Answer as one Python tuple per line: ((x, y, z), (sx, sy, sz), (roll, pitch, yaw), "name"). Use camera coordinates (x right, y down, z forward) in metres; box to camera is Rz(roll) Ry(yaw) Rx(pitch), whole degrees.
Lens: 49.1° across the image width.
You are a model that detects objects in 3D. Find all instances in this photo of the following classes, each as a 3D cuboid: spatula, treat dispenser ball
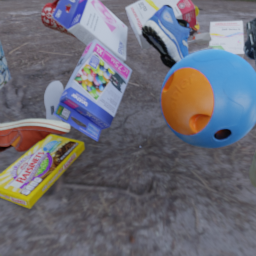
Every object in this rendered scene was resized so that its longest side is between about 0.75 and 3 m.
((2.148, -2.490, 9.177), (1.510, 1.050, 0.121), (3, 41, 50), "spatula")
((1.772, -0.617, 6.130), (2.129, 2.129, 2.129), (0, 32, 0), "treat dispenser ball")

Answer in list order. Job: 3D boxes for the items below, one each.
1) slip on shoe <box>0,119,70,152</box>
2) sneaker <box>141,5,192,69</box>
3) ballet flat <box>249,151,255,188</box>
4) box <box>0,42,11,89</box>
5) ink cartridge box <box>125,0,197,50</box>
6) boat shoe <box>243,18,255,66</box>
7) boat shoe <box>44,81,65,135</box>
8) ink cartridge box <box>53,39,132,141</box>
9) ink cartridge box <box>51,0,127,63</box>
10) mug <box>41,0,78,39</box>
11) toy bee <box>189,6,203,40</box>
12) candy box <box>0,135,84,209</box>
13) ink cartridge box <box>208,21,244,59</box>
((-2.057, 0.174, 5.694), (2.028, 0.621, 0.751), (-8, -7, 20), "slip on shoe")
((1.277, -2.126, 7.051), (0.904, 2.302, 1.026), (34, 88, 37), "sneaker")
((3.211, 0.078, 5.891), (0.909, 0.909, 2.616), (15, 71, 23), "ballet flat")
((-2.923, -1.275, 5.202), (0.388, 1.944, 1.331), (21, 53, 7), "box")
((0.902, -3.119, 7.840), (1.644, 0.686, 1.193), (-24, 63, 6), "ink cartridge box")
((2.952, -1.798, 6.315), (0.641, 0.652, 1.808), (-16, 47, 41), "boat shoe")
((-1.878, -0.511, 7.314), (0.509, 0.420, 1.483), (-8, 67, 9), "boat shoe")
((-0.774, -0.923, 6.791), (0.460, 1.309, 2.193), (-15, 47, 51), "ink cartridge box")
((-0.962, -3.074, 8.203), (2.233, 0.484, 2.192), (35, 36, -29), "ink cartridge box")
((-2.295, -4.257, 10.598), (1.679, 1.490, 1.120), (20, 19, 16), "mug")
((2.063, -3.692, 9.810), (2.252, 1.474, 1.224), (-22, 81, -18), "toy bee")
((-2.578, 1.115, 8.241), (1.407, 0.364, 2.753), (10, 33, 20), "candy box")
((3.490, -3.183, 10.086), (1.163, 0.668, 1.986), (2, 61, 13), "ink cartridge box")
